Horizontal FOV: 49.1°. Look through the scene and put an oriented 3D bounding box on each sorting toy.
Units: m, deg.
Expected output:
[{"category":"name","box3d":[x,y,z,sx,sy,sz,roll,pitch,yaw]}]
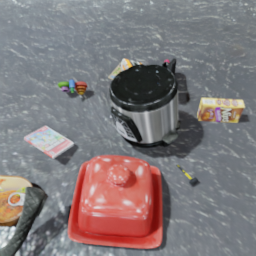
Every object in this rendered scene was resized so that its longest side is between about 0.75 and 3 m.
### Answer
[{"category":"sorting toy","box3d":[-2.454,-1.723,12.402,1.313,0.789,0.539,-3,78,-5]}]

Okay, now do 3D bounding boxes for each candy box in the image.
[{"category":"candy box","box3d":[3.797,-0.714,11.576,1.664,0.971,0.470,2,51,2]}]

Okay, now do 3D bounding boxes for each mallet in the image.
[{"category":"mallet","box3d":[2.065,1.712,10.127,0.329,0.206,1.000,-44,53,-10]}]

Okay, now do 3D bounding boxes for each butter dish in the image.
[{"category":"butter dish","box3d":[-0.317,1.892,8.623,2.925,2.168,2.933,4,50,1]}]

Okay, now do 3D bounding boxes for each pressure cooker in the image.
[{"category":"pressure cooker","box3d":[0.686,-0.608,10.296,2.471,2.766,2.433,-2,49,9]}]

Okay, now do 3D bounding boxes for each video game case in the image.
[{"category":"video game case","box3d":[-3.008,0.516,10.671,1.519,0.133,1.086,28,38,21]}]

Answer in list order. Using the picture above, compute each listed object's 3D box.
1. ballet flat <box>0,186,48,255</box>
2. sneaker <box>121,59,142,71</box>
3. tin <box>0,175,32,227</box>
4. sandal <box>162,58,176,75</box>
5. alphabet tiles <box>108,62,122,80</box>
[{"category":"ballet flat","box3d":[-3.223,2.911,8.206,0.738,0.863,2.596,29,87,-9]},{"category":"sneaker","box3d":[0.515,-2.207,12.785,0.990,1.003,2.563,-7,58,-25]},{"category":"tin","box3d":[-4.555,2.390,9.330,2.922,0.612,1.636,3,55,2]},{"category":"sandal","box3d":[1.720,-2.552,12.354,0.629,1.048,2.790,8,15,13]},{"category":"alphabet tiles","box3d":[0.194,-2.613,13.708,1.845,0.070,1.542,22,54,18]}]
